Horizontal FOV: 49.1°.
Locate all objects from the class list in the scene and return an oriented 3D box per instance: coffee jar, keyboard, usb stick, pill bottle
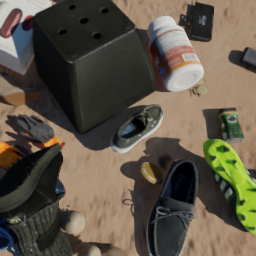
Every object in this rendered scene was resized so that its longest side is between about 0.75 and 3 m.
[{"bbox_3d":[3.167,-0.098,8.686,0.582,0.476,1.115,-4,68,0],"label":"coffee jar"},{"bbox_3d":[2.646,-4.006,10.515,1.050,0.224,1.748,12,66,-2],"label":"keyboard"},{"bbox_3d":[5.049,-2.028,9.554,2.475,0.403,0.686,28,69,11],"label":"usb stick"},{"bbox_3d":[1.460,-2.483,9.262,1.304,1.304,2.325,-16,67,-7],"label":"pill bottle"}]

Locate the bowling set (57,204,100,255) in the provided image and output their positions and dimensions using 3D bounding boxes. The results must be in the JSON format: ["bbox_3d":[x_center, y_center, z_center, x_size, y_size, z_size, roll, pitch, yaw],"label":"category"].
[{"bbox_3d":[-1.466,3.489,6.884,1.890,1.458,2.716,40,61,-30],"label":"bowling set"}]

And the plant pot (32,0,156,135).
[{"bbox_3d":[-1.084,-2.164,8.308,2.997,2.659,2.990,-32,68,-15],"label":"plant pot"}]

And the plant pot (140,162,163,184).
[{"bbox_3d":[0.703,1.263,8.022,0.793,0.109,0.793,28,29,-17],"label":"plant pot"}]

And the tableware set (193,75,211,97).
[{"bbox_3d":[2.421,-1.412,9.435,0.505,0.153,0.764,-17,61,6],"label":"tableware set"}]

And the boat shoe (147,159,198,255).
[{"bbox_3d":[1.215,2.160,7.464,1.100,0.918,2.948,17,72,5],"label":"boat shoe"}]

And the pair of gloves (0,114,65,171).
[{"bbox_3d":[-2.973,0.437,8.022,1.691,0.235,1.898,35,51,10],"label":"pair of gloves"}]

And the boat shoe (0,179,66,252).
[{"bbox_3d":[-2.888,2.344,7.179,1.003,1.230,2.923,31,71,32],"label":"boat shoe"}]

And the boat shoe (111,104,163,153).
[{"bbox_3d":[0.381,-0.099,8.236,0.776,0.640,2.261,40,54,11],"label":"boat shoe"}]

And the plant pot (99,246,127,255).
[{"bbox_3d":[-0.506,3.486,6.948,1.171,0.541,1.171,-4,51,5],"label":"plant pot"}]

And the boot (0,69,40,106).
[{"bbox_3d":[-3.996,-1.361,9.159,1.931,0.678,1.412,-18,62,-13],"label":"boot"}]

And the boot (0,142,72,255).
[{"bbox_3d":[-1.953,1.792,6.603,1.098,2.918,2.181,-19,108,13],"label":"boot"}]

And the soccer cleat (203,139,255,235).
[{"bbox_3d":[2.958,1.525,7.661,0.971,1.165,2.875,-29,94,7],"label":"soccer cleat"}]

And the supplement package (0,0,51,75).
[{"bbox_3d":[-3.889,-3.303,8.994,2.075,1.596,2.170,25,76,-11],"label":"supplement package"}]
